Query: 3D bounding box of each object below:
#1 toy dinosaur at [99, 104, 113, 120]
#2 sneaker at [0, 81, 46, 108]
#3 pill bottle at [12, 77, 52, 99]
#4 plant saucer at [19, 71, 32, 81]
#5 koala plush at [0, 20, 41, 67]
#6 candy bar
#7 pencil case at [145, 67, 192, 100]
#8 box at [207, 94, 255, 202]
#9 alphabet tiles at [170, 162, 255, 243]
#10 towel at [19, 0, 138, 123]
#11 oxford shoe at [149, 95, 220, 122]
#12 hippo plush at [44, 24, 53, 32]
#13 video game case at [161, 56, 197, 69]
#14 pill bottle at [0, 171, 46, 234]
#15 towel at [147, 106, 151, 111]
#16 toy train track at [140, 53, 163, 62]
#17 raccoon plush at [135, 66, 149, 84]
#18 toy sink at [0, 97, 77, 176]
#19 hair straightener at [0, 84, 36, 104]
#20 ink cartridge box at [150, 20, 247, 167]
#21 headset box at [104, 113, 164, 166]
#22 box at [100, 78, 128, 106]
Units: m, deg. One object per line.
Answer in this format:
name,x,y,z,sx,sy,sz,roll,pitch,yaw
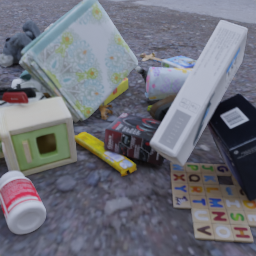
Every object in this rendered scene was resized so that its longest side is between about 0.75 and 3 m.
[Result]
toy dinosaur,-0.796,-0.603,8.851,0.579,0.329,1.090,-4,26,-21
sneaker,-3.124,-0.057,7.440,1.460,0.957,2.537,42,69,13
pill bottle,-2.599,-1.167,8.992,1.956,1.118,1.118,-4,34,-5
plant saucer,-2.482,-1.696,9.275,2.091,0.287,2.091,-2,-5,0
koala plush,-4.689,-3.373,12.241,1.911,1.757,1.695,-11,42,22
candy bar,-0.684,0.587,7.171,2.185,0.242,0.545,29,36,36
pencil case,1.794,-1.435,9.357,2.433,1.104,1.011,3,28,-1
box,2.470,0.392,5.954,0.969,1.560,1.573,-27,29,10
alphabet tiles,1.842,1.480,6.012,1.769,0.080,2.116,2,34,3
towel,-1.309,-1.989,8.267,2.977,2.548,0.717,-49,33,-19
oxford shoe,1.702,-0.764,8.411,2.320,0.843,0.979,-13,28,-19
hippo plush,-2.321,-3.400,11.339,2.819,2.245,2.266,-11,36,-15
video game case,2.286,-2.735,12.070,1.276,0.290,1.156,-23,42,-33
pill bottle,-2.150,1.419,5.546,0.692,0.692,1.233,-20,38,-27
towel,1.386,-0.304,8.586,0.781,0.164,1.816,-19,38,-23
toy train track,1.230,-3.257,12.891,1.564,0.254,0.897,24,43,30
raccoon plush,0.920,-1.915,10.109,0.791,0.571,1.180,-13,-16,37
toy sink,-2.408,0.283,6.643,2.097,1.367,1.175,-13,37,-21
hair straightener,-2.950,-0.824,7.051,1.710,0.350,0.658,-3,31,30
ink cartridge box,1.473,-0.438,5.671,0.566,2.229,2.530,29,86,21
headset box,0.232,0.215,7.176,1.663,0.624,1.236,14,26,16
box,-0.671,-1.328,9.858,0.634,0.422,1.684,21,39,25
